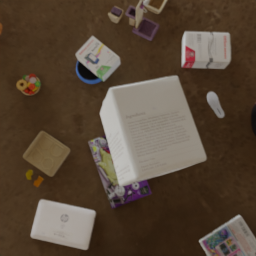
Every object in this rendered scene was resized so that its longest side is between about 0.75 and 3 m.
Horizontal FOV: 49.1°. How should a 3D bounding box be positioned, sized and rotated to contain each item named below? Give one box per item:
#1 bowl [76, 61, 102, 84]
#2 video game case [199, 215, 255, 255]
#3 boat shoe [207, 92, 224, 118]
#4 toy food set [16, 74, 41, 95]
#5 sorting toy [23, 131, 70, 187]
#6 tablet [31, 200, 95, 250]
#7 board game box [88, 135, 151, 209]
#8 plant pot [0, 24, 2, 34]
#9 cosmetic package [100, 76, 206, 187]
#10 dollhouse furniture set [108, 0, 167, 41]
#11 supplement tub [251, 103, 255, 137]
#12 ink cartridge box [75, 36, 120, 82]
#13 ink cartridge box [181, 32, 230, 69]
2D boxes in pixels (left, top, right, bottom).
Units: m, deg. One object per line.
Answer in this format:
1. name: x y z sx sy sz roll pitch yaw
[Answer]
1. bowl: -1.410 -2.318 10.833 1.226 0.241 1.226 0 79 0
2. video game case: 3.650 4.270 9.579 1.715 0.223 1.884 -30 81 -5
3. boat shoe: 2.891 -0.732 9.340 0.344 0.339 0.955 -21 76 8
4. toy food set: -3.773 -1.658 10.724 0.829 0.202 0.821 40 81 8
5. sorting toy: -3.112 1.169 10.191 1.304 0.234 1.750 34 81 2
6. tablet: -2.263 3.373 9.794 2.052 0.140 1.335 12 79 2
7. board game box: -0.320 1.426 10.070 1.520 0.409 2.533 -20 80 -8
8. plant pot: -5.419 -3.809 10.732 0.832 1.189 1.189 27 80 -13
9. cosmetic package: 0.621 0.181 9.061 2.300 2.297 2.787 -12 78 -17
10. dollhouse furniture set: 0.625 -5.092 10.596 1.946 1.743 2.456 28 80 5
11. supplement tub: 6.047 -0.343 9.768 2.997 1.602 1.602 -5 79 -2
12. ink cartridge box: -1.118 -2.576 10.461 1.360 0.595 0.989 41 83 9
13. ink cartridge box: 2.949 -2.947 10.712 1.687 0.703 1.225 2 79 0
